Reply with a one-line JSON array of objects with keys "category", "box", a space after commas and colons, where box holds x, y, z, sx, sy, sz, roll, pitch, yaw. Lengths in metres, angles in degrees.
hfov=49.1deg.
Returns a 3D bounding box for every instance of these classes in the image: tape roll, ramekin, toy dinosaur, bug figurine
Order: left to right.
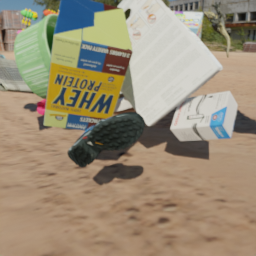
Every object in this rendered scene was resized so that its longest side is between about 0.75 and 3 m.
[{"category": "bug figurine", "box": [-3.076, -3.436, 9.736, 1.397, 1.802, 0.464, 10, -8, -17]}, {"category": "ramekin", "box": [-2.272, -2.021, 8.488, 1.188, 2.433, 2.433, -14, 16, 17]}, {"category": "tape roll", "box": [-0.710, -1.307, 13.782, 2.452, 0.448, 2.452, -7, 20, 3]}, {"category": "toy dinosaur", "box": [2.714, -3.144, 8.433, 0.497, 0.923, 2.095, -19, 52, 17]}]

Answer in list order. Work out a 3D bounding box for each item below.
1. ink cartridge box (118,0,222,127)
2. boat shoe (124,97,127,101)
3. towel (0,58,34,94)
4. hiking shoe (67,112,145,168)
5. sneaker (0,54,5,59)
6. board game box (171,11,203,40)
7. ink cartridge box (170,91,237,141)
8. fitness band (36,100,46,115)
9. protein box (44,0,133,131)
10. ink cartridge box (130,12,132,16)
[{"category": "ink cartridge box", "box": [0.561, -1.816, 7.125, 2.275, 2.842, 0.672, -41, -8, 29]}, {"category": "boat shoe", "box": [0.178, -1.762, 9.346, 0.684, 1.959, 0.694, 5, -16, 3]}, {"category": "towel", "box": [-3.627, -1.636, 8.459, 0.251, 1.401, 1.455, -39, -13, 23]}, {"category": "hiking shoe", "box": [-0.390, 0.070, 4.864, 1.655, 0.616, 0.718, -26, 25, 32]}, {"category": "sneaker", "box": [-4.930, -2.472, 10.222, 0.717, 0.644, 1.661, -15, 26, -34]}, {"category": "board game box", "box": [1.712, -2.494, 9.149, 1.143, 2.180, 1.123, 11, 47, 17]}, {"category": "ink cartridge box", "box": [1.877, -0.263, 7.010, 1.409, 0.594, 1.029, -6, 52, 41]}, {"category": "fitness band", "box": [-3.458, -1.103, 13.793, 1.669, 0.435, 2.324, 8, 22, 13]}, {"category": "protein box", "box": [-0.921, -1.341, 5.950, 1.362, 2.019, 2.005, 8, 42, -15]}, {"category": "ink cartridge box", "box": [0.695, -3.950, 12.154, 1.001, 2.381, 1.738, -5, 40, -22]}]
